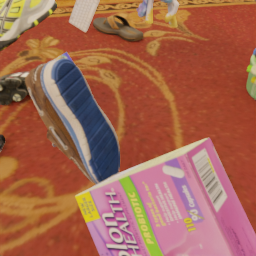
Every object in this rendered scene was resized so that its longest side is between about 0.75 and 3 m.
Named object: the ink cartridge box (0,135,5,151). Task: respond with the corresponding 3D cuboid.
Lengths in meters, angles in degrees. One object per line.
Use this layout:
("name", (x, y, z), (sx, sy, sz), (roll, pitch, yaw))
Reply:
("ink cartridge box", (-4.417, 0.573, 7.587), (1.873, 0.347, 0.887), (-2, 41, 2))

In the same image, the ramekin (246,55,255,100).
("ramekin", (5.220, -1.647, 9.460), (2.342, 1.144, 2.342), (0, 41, 0))

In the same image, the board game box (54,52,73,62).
("board game box", (-1.279, -1.053, 5.800), (0.567, 0.842, 0.123), (-33, 21, -4))

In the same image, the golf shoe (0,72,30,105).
("golf shoe", (-3.062, -1.563, 9.471), (2.848, 1.099, 1.254), (-4, 34, -5))

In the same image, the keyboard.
("keyboard", (-1.115, -3.953, 8.277), (0.641, 2.276, 0.121), (35, 40, -1))

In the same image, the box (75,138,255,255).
("box", (0.467, 1.235, 3.628), (0.879, 1.819, 1.600), (-17, 82, -56))

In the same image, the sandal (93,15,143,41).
("sandal", (-0.485, -4.941, 13.482), (1.186, 0.792, 2.902), (-33, 51, -32))

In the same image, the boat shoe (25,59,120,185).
("boat shoe", (-0.830, 0.011, 4.504), (0.832, 2.298, 0.830), (-1, 32, 33))

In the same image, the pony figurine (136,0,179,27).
("pony figurine", (0.960, -4.585, 9.022), (2.154, 2.231, 1.858), (29, 48, 16))

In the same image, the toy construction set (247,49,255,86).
("toy construction set", (2.372, -1.293, 4.604), (0.577, 1.252, 0.821), (12, 6, 40))

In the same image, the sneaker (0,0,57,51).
("sneaker", (-2.665, -2.233, 5.908), (2.332, 0.891, 0.879), (-40, 26, -7))
